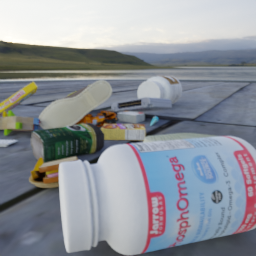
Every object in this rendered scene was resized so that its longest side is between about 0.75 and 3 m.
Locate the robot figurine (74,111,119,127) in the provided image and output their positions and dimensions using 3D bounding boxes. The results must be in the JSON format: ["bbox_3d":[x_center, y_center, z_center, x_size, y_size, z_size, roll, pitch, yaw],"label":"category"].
[{"bbox_3d":[-1.077,-0.313,9.982,1.521,0.443,1.103,-14,18,-41],"label":"robot figurine"}]

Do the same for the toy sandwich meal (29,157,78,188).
[{"bbox_3d":[-1.252,0.720,5.080,1.234,0.423,1.234,-7,10,1],"label":"toy sandwich meal"}]

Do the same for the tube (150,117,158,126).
[{"bbox_3d":[0.964,-0.259,10.283,0.210,0.322,0.832,37,16,3],"label":"tube"}]

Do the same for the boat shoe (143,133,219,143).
[{"bbox_3d":[1.291,0.571,5.129,2.786,0.867,1.039,-2,8,-44],"label":"boat shoe"}]

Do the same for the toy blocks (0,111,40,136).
[{"bbox_3d":[-3.304,-0.112,8.816,1.484,0.742,1.015,-2,-5,44],"label":"toy blocks"}]

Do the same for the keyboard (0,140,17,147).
[{"bbox_3d":[-4.164,0.388,7.643,2.121,0.113,0.597,1,12,3],"label":"keyboard"}]

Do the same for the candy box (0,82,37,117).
[{"bbox_3d":[-3.995,-0.734,9.287,2.183,0.288,1.116,-40,10,-18],"label":"candy box"}]

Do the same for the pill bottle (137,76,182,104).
[{"bbox_3d":[1.626,-1.867,14.484,1.578,1.578,2.760,7,14,28],"label":"pill bottle"}]

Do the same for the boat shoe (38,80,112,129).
[{"bbox_3d":[-1.760,-0.741,9.389,2.611,0.938,0.777,-33,11,-9],"label":"boat shoe"}]

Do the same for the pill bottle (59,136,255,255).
[{"bbox_3d":[0.374,0.765,3.315,2.252,1.225,1.225,-4,13,-18],"label":"pill bottle"}]

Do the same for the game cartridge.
[{"bbox_3d":[0.574,-0.904,11.429,1.495,0.459,2.246,5,-6,-42],"label":"game cartridge"}]

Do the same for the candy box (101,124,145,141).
[{"bbox_3d":[-0.130,0.115,8.319,1.283,0.362,0.749,2,12,2],"label":"candy box"}]

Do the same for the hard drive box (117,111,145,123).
[{"bbox_3d":[0.114,-0.427,10.851,0.855,0.328,0.666,8,15,32],"label":"hard drive box"}]

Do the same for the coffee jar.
[{"bbox_3d":[-1.381,0.319,6.579,1.591,0.679,0.830,-10,22,-35],"label":"coffee jar"}]
